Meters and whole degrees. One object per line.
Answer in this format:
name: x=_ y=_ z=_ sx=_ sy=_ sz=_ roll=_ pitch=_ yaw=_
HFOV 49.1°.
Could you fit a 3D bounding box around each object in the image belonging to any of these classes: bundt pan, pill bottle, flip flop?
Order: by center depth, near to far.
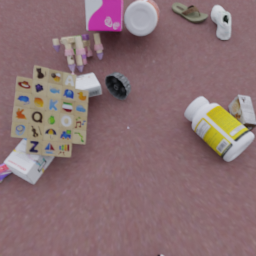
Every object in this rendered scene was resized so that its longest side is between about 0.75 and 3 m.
pill bottle: x=2.859 y=-0.020 z=9.060 sx=1.173 sy=1.173 sz=2.086 roll=-33 pitch=64 yaw=-18
bundt pan: x=-0.325 y=-1.554 z=10.097 sx=1.076 sy=1.076 sz=0.404 roll=34 pitch=59 yaw=19
pill bottle: x=0.631 y=-4.577 z=11.444 sx=1.265 sy=1.265 sz=2.255 roll=9 pitch=29 yaw=6
flip flop: x=2.787 y=-5.345 z=12.753 sx=1.787 sy=0.514 sz=0.725 roll=37 pitch=65 yaw=21

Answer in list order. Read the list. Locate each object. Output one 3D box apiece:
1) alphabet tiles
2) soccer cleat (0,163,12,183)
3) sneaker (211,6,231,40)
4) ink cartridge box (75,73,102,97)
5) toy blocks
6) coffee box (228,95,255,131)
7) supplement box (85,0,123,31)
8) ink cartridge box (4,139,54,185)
alphabet tiles: x=-2.274 y=-0.477 z=8.427 sx=2.206 sy=0.084 sz=2.651 roll=8 pitch=78 yaw=-29
soccer cleat: x=-3.897 y=1.320 z=8.689 sx=0.394 sy=0.423 sz=1.155 roll=32 pitch=63 yaw=18
sneaker: x=4.163 y=-4.805 z=12.263 sx=0.713 sy=0.812 sz=2.027 roll=-3 pitch=57 yaw=0
ink cartridge box: x=-1.716 y=-1.479 z=10.111 sx=1.268 sy=0.392 sz=1.563 roll=-15 pitch=28 yaw=-9
toy blocks: x=-1.972 y=-2.870 z=10.981 sx=1.646 sy=1.386 sz=1.538 roll=5 pitch=25 yaw=30
coffee box: x=3.893 y=-0.435 z=9.579 sx=0.474 sy=0.680 sz=1.189 roll=8 pitch=57 yaw=-9
supplement box: x=-0.871 y=-4.591 z=10.970 sx=1.309 sy=1.337 sz=2.586 roll=1 pitch=23 yaw=0
ink cartridge box: x=-3.007 y=0.960 z=8.660 sx=0.850 sy=0.846 sz=1.158 roll=25 pitch=61 yaw=14
